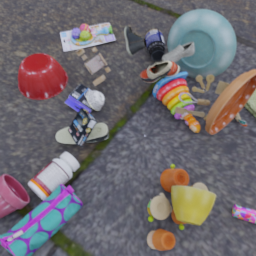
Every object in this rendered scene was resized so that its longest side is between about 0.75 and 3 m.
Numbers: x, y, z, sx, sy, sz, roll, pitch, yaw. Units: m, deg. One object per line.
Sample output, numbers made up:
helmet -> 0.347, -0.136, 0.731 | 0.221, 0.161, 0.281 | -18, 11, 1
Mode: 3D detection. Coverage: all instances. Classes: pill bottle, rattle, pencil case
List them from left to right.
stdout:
pencil case -> -2.544, 2.783, 8.328 | 1.026, 1.115, 2.412 | 37, 62, 23
pill bottle -> -2.430, 1.587, 9.295 | 0.869, 0.869, 1.587 | 34, 62, 21
pill bottle -> 1.275, -3.861, 13.046 | 0.845, 0.845, 1.511 | -4, 55, -3
rattle -> 4.014, -0.422, 10.979 | 0.815, 0.743, 1.140 | -23, 85, -3
pencil case -> 3.791, 2.724, 8.793 | 0.981, 0.434, 0.434 | 13, 56, 10

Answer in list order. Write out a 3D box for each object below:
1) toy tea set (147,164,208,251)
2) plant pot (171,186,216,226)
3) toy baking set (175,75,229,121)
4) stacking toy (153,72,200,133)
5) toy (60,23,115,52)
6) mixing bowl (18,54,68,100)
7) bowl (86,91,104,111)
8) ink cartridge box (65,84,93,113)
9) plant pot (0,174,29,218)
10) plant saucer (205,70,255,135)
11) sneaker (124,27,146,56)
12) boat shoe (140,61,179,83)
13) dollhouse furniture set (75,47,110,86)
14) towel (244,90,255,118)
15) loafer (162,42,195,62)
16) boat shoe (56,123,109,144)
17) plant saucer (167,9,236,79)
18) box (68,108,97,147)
toy tea set -> 1.296, 2.483, 8.854 | 1.604, 0.998, 2.697 | 48, 60, -5
plant pot -> 1.785, 2.237, 7.934 | 1.262, 1.262, 0.896 | 11, 71, 7
toy baking set -> 2.719, -1.039, 10.198 | 1.535, 2.000, 0.233 | 39, 17, -10
stacking toy -> 2.085, -0.834, 10.914 | 1.320, 1.396, 2.405 | -21, 72, -19
toy -> -2.033, -4.662, 13.749 | 2.573, 0.607, 1.482 | -12, 56, -8
mixing bowl -> -3.729, -2.348, 11.834 | 2.146, 1.162, 2.146 | 0, 57, 0
bowl -> -1.200, -1.138, 10.948 | 0.404, 0.861, 0.861 | -27, 50, 28
ink cartridge box -> -1.823, -1.136, 11.414 | 1.095, 0.240, 1.105 | 33, 61, 4
plant pot -> -3.905, 2.236, 8.758 | 1.069, 1.195, 1.195 | -40, 63, -7
plant saucer -> 3.447, -0.858, 9.372 | 2.528, 2.528, 0.408 | -35, 63, -22
sneaker -> 0.286, -3.278, 10.293 | 0.705, 0.497, 1.328 | -18, 61, 19
boat shoe -> 1.068, -2.153, 10.612 | 1.832, 0.573, 0.652 | -1, 76, 49
dollhouse furniture set -> -1.400, -2.607, 11.359 | 0.801, 1.546, 0.684 | -31, 15, 13
towel -> 5.576, -1.174, 11.442 | 1.848, 0.454, 2.490 | -22, 58, -13
loafer -> 1.911, -2.889, 10.665 | 1.493, 0.521, 0.522 | -27, 45, -24
boat shoe -> -1.671, 0.308, 10.331 | 1.943, 0.657, 0.698 | -8, 68, 2
plant saucer -> 2.858, -3.260, 11.409 | 2.882, 2.882, 0.555 | 26, 40, 17
box -> -1.530, -0.050, 9.246 | 0.962, 0.278, 1.210 | -59, 32, 8
